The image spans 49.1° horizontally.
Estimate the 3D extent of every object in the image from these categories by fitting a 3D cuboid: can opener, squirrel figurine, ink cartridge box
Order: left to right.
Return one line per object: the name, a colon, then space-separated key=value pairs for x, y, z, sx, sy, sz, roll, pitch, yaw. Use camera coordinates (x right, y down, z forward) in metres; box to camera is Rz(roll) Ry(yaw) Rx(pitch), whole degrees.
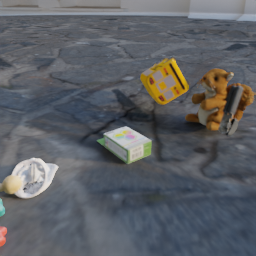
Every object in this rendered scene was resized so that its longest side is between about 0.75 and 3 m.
ink cartridge box: x=-0.120 y=0.286 z=6.111 sx=0.621 sy=0.355 sz=1.197 roll=-19 pitch=32 yaw=-33
squirrel figurine: x=2.302 y=-0.759 z=6.929 sx=1.493 sy=1.394 sz=1.057 roll=-3 pitch=16 yaw=-16
can opener: x=2.278 y=-0.368 z=6.116 sx=0.360 sy=1.078 sz=0.287 roll=18 pitch=2 yaw=-25

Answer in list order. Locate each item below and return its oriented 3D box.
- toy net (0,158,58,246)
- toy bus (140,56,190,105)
toy net: x=-2.030 y=1.077 z=4.349 sx=1.366 sy=0.503 sz=2.604 roll=17 pitch=31 yaw=30
toy bus: x=0.966 y=-1.351 z=7.808 sx=1.019 sy=0.847 sz=2.603 roll=-32 pitch=11 yaw=6
